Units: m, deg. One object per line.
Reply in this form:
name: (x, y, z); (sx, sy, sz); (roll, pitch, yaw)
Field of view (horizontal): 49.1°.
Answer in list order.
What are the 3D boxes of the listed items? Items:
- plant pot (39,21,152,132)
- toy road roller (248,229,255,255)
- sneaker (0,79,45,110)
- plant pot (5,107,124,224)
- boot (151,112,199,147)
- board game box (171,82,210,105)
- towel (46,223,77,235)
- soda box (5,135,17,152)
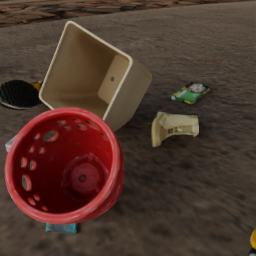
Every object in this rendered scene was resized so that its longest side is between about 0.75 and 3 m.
plant pot: (-0.696, -1.293, 8.259); (2.425, 2.422, 2.147); (38, 22, 26)
toy road roller: (2.557, 2.041, 4.648); (0.994, 0.726, 0.611); (26, 40, 35)
sneaker: (-3.361, -0.993, 9.030); (1.167, 0.907, 2.595); (-18, 5, 29)
plant pot: (-0.937, 0.805, 5.109); (1.878, 1.710, 1.878); (-3, 68, 7)
boot: (1.361, 0.047, 8.017); (1.283, 0.601, 1.651); (6, 27, 14)
board game box: (2.402, -1.345, 10.685); (0.853, 0.191, 1.628); (24, 39, 30)
towel: (-1.310, 1.767, 5.602); (0.580, 0.086, 0.790); (7, 31, -12)
soda box: (-3.019, 0.369, 7.811); (0.280, 0.260, 0.821); (10, 33, 16)
